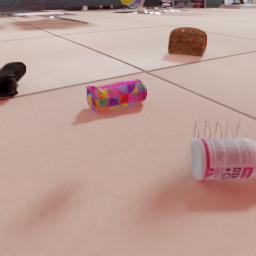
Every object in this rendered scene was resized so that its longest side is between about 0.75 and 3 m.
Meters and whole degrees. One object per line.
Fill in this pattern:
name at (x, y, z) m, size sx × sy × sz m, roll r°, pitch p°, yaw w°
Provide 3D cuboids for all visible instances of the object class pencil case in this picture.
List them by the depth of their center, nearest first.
pencil case at (-0.379, -1.085, 8.986) m, size 1.956 × 0.865 × 0.865 m, roll -13°, pitch 31°, yaw -23°

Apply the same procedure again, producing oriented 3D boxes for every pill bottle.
pill bottle at (2.113, 0.629, 5.758) m, size 1.474 × 0.836 × 0.836 m, roll -1°, pitch 28°, yaw -2°

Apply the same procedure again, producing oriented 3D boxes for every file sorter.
file sorter at (2.126, 0.240, 6.646) m, size 1.110 × 0.691 × 0.770 m, roll 3°, pitch 28°, yaw 7°

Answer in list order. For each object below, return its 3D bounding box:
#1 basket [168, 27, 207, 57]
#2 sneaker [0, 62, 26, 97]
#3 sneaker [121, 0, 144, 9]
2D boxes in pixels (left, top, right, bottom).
basket at (3.277, -4.810, 15.291) m, size 1.968 × 1.405 × 1.466 m, roll 11°, pitch 31°, yaw 18°
sneaker at (-4.254, -1.738, 10.196) m, size 1.296 × 0.865 × 2.263 m, roll 12°, pitch 34°, yaw 19°
sneaker at (0.271, -3.722, 6.969) m, size 0.574 × 1.553 × 0.639 m, roll 20°, pitch 5°, yaw 36°
